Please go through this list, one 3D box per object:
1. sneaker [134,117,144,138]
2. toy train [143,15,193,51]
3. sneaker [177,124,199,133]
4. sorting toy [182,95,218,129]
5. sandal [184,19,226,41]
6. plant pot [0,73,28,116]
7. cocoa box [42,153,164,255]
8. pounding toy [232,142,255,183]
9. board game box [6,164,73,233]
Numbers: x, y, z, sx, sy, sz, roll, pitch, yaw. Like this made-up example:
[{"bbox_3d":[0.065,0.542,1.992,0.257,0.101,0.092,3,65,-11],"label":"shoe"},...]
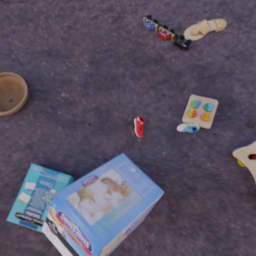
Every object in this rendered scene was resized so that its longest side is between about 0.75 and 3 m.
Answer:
[{"bbox_3d":[0.460,-0.043,10.724,0.312,0.461,0.798,-11,78,-26],"label":"sneaker"},{"bbox_3d":[1.649,-4.166,12.349,2.592,0.442,0.594,36,86,11],"label":"toy train"},{"bbox_3d":[2.282,0.015,10.683,0.837,0.440,0.317,-8,101,13],"label":"sneaker"},{"bbox_3d":[2.812,-0.661,10.948,1.116,0.220,1.206,16,74,20],"label":"sorting toy"},{"bbox_3d":[3.415,-4.514,12.321,2.053,0.675,0.753,-19,71,-7],"label":"sandal"},{"bbox_3d":[-4.750,-1.209,11.024,1.771,0.818,1.771,0,70,-1],"label":"plant pot"},{"bbox_3d":[-0.701,2.443,8.358,1.925,1.894,2.887,42,39,18],"label":"cocoa box"},{"bbox_3d":[5.037,1.865,9.936,1.680,1.686,2.939,-47,64,13],"label":"pounding toy"},{"bbox_3d":[-3.034,2.473,9.832,1.551,0.482,2.054,17,71,6],"label":"board game box"}]
